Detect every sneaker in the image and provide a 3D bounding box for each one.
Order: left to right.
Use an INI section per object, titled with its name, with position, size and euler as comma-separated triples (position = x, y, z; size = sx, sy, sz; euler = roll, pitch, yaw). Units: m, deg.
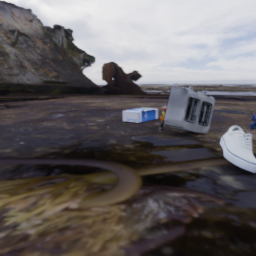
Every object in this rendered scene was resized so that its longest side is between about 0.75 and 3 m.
[sneaker]
position = 3.067, 0.478, 7.734
size = 0.793, 0.769, 2.172
euler = 19, 18, -4

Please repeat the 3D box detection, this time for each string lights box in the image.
[string lights box]
position = 0.741, -0.748, 16.404
size = 1.097, 0.630, 2.136
euler = 7, 12, 35

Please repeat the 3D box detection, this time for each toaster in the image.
[toaster]
position = 2.597, -0.708, 12.192
size = 1.861, 2.058, 1.221
euler = 12, 1, -35

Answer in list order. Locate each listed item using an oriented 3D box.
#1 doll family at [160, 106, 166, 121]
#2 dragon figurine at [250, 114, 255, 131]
[doll family]
position = 2.095, -0.382, 13.813
size = 1.499, 0.676, 0.931
euler = 40, 18, -7
[dragon figurine]
position = 5.066, -0.078, 10.902
size = 0.468, 1.591, 0.791
euler = 27, 57, 37
